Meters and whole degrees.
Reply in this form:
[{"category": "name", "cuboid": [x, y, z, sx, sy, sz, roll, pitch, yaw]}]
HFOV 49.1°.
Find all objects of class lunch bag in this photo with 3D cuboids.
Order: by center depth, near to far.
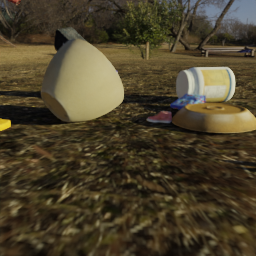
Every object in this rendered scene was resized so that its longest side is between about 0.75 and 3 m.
[{"category": "lunch bag", "cuboid": [2.243, -0.878, 10.594, 1.166, 0.548, 0.877, -23, 25, -39]}]

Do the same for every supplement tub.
[{"category": "supplement tub", "cuboid": [3.260, -1.817, 11.919, 2.080, 1.505, 1.505, -4, 17, -13]}]

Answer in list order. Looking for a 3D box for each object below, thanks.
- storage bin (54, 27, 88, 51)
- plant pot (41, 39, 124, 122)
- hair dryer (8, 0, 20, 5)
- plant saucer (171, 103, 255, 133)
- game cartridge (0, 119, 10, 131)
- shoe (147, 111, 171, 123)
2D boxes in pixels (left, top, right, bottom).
[{"category": "storage bin", "cuboid": [-2.215, -3.177, 10.955, 0.646, 0.932, 1.378, -29, 65, -38]}, {"category": "plant pot", "cuboid": [-1.680, -1.195, 8.868, 2.608, 2.608, 1.751, 16, 53, 43]}, {"category": "hair dryer", "cuboid": [-3.248, -3.921, 7.434, 0.963, 1.264, 0.343, -7, 25, 20]}, {"category": "plant saucer", "cuboid": [2.735, -0.416, 8.917, 2.672, 0.473, 2.672, -1, 15, 0]}, {"category": "game cartridge", "cuboid": [-4.447, -0.027, 8.225, 1.498, 0.243, 1.320, 7, 18, 14]}, {"category": "shoe", "cuboid": [1.010, -0.380, 9.107, 0.797, 0.362, 0.285, 5, 17, 15]}]
